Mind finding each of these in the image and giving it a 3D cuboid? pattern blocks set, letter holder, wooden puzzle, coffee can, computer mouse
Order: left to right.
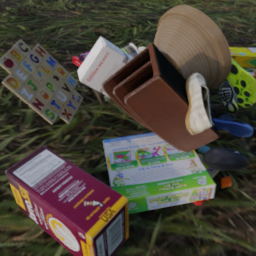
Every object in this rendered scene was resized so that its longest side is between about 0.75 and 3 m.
[{"bbox_3d":[-0.388,-1.712,8.892,1.732,1.268,1.268,-29,44,-7],"label":"coffee can"},{"bbox_3d":[0.765,-0.441,7.331,1.903,2.677,1.346,-33,39,26],"label":"letter holder"},{"bbox_3d":[2.115,1.270,8.268,2.135,0.173,1.877,-27,41,-29],"label":"pattern blocks set"},{"bbox_3d":[3.396,0.766,7.998,2.706,0.461,0.793,-4,22,-17],"label":"computer mouse"},{"bbox_3d":[5.525,-2.385,12.840,2.558,0.299,1.726,9,39,10],"label":"wooden puzzle"}]

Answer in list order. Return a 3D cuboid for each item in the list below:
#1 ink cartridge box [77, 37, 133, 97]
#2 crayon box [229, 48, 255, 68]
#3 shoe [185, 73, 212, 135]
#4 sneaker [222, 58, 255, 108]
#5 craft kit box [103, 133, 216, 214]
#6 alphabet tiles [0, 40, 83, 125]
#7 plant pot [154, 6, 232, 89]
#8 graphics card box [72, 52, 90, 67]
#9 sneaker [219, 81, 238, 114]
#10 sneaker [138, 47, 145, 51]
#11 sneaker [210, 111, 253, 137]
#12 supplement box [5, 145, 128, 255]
[{"bbox_3d":[-0.374,-1.507,7.678,1.655,1.209,0.698,26,24,-33],"label":"ink cartridge box"},{"bbox_3d":[5.698,-3.480,13.783,2.342,0.595,1.487,1,32,-4],"label":"crayon box"},{"bbox_3d":[1.651,-0.613,6.335,0.485,0.636,1.818,-24,39,38],"label":"shoe"},{"bbox_3d":[3.631,-1.818,9.723,2.549,0.944,1.065,47,23,-10],"label":"sneaker"},{"bbox_3d":[0.717,1.104,7.999,2.620,0.636,2.587,-8,32,-6],"label":"craft kit box"},{"bbox_3d":[-2.535,-1.388,8.525,0.083,2.631,2.189,-28,30,36],"label":"alphabet tiles"},{"bbox_3d":[1.770,-2.316,9.312,1.376,2.980,2.980,-39,50,-14],"label":"plant pot"},{"bbox_3d":[-1.942,-3.479,14.155,1.478,0.376,0.927,-28,46,-32],"label":"graphics card box"},{"bbox_3d":[3.292,-1.053,9.123,0.468,1.268,0.513,0,48,31],"label":"sneaker"},{"bbox_3d":[1.018,-4.208,15.169,0.892,0.338,0.468,15,28,8],"label":"sneaker"},{"bbox_3d":[3.542,-0.198,9.843,1.676,0.588,0.653,17,49,22],"label":"sneaker"},{"bbox_3d":[-1.409,1.800,6.555,2.767,1.527,1.185,25,45,28],"label":"supplement box"}]
